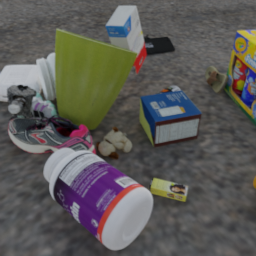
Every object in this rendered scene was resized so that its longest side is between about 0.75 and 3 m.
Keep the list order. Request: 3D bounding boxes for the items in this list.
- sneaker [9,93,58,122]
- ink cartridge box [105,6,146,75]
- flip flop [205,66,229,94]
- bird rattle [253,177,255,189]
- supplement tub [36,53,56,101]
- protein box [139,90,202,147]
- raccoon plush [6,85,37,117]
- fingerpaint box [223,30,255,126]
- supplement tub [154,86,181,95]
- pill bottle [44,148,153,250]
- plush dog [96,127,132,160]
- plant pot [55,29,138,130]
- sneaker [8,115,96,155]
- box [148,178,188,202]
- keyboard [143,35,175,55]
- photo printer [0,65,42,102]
[{"bbox_3d":[-3.275,-0.460,9.371,1.370,0.762,1.959,-28,36,-29],"label":"sneaker"},{"bbox_3d":[0.005,-3.131,10.186,0.715,2.127,1.236,10,56,23],"label":"ink cartridge box"},{"bbox_3d":[3.407,-1.999,11.202,0.554,0.781,1.926,16,30,-16],"label":"flip flop"},{"bbox_3d":[4.323,1.215,6.586,2.284,1.578,2.802,20,39,39],"label":"bird rattle"},{"bbox_3d":[-1.990,-1.994,10.443,2.441,1.766,1.766,-15,40,-19],"label":"supplement tub"},{"bbox_3d":[1.286,-0.333,8.903,1.480,0.999,1.470,-10,39,-13],"label":"protein box"},{"bbox_3d":[-3.234,-0.530,8.086,0.782,1.084,1.617,17,31,-2],"label":"raccoon plush"},{"bbox_3d":[4.509,-1.686,9.526,1.057,2.403,2.881,-6,39,-8],"label":"fingerpaint box"},{"bbox_3d":[1.336,-1.011,10.027,1.160,0.711,0.711,-28,45,-32],"label":"supplement tub"},{"bbox_3d":[-0.769,1.428,6.278,2.492,1.401,1.401,28,46,33],"label":"pill bottle"},{"bbox_3d":[-0.494,0.473,8.202,0.968,0.777,0.831,27,68,30],"label":"plush dog"},{"bbox_3d":[-1.248,-1.367,8.638,2.459,2.628,2.459,16,15,-4],"label":"plant pot"},{"bbox_3d":[-2.269,0.110,8.212,2.962,1.106,1.194,13,40,21],"label":"sneaker"},{"bbox_3d":[1.008,1.555,7.073,0.944,0.237,0.355,10,38,14],"label":"box"},{"bbox_3d":[0.952,-4.201,14.583,2.745,0.544,1.429,-10,61,-14],"label":"keyboard"},{"bbox_3d":[-4.227,-1.725,10.957,1.715,0.716,2.062,-2,38,-4],"label":"photo printer"}]
